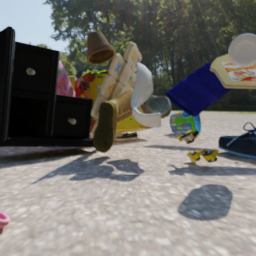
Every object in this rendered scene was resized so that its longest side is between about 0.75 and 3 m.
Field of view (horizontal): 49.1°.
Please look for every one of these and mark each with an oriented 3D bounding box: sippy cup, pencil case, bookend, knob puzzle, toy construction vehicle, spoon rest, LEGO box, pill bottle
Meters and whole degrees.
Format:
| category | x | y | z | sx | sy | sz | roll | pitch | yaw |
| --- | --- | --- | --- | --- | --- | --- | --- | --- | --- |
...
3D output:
| category | x | y | z | sx | sy | sz | roll | pitch | yaw |
| --- | --- | --- | --- | --- | --- | --- | --- | --- | --- |
| sippy cup | 2.652 | -0.268 | 13.156 | 1.256 | 1.346 | 1.714 | -9 | -41 | 26 |
| pencil case | -2.673 | -1.500 | 10.212 | 1.176 | 2.689 | 1.176 | -6 | 48 | 7 |
| bookend | -2.202 | -0.938 | 7.935 | 2.891 | 2.873 | 1.332 | 5 | 4 | -38 |
| knob puzzle | 3.350 | -1.596 | 8.073 | 2.267 | 0.314 | 2.267 | 2 | 38 | -1 |
| toy construction vehicle | 1.649 | 0.431 | 6.656 | 0.356 | 0.879 | 1.010 | -41 | 0 | -19 |
| spoon rest | 0.359 | -0.840 | 7.131 | 0.651 | 1.066 | 2.146 | -9 | 42 | 1 |
| LEGO box | -0.499 | -0.889 | 10.989 | 2.860 | 2.130 | 1.104 | -3 | -7 | -36 |
| pill bottle | 2.704 | -1.725 | 6.374 | 0.687 | 0.687 | 1.318 | 3 | 12 | 26 |

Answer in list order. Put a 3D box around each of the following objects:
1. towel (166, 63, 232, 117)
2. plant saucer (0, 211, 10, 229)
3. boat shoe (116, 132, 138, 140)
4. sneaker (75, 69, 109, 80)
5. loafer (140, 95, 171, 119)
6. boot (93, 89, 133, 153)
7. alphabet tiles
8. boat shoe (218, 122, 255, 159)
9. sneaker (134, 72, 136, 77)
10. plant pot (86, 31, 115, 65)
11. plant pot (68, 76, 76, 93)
| category | x | y | z | sx | sy | sz | roll | pitch | yaw |
| --- | --- | --- | --- | --- | --- | --- | --- | --- | --- |
| towel | 2.797 | -1.444 | 10.711 | 2.234 | 0.553 | 1.650 | -37 | 53 | -9 |
| plant saucer | -1.737 | 0.983 | 3.171 | 0.757 | 0.192 | 0.757 | 23 | -16 | 7 |
| boat shoe | -0.044 | 0.328 | 11.254 | 1.014 | 0.306 | 0.374 | -4 | 0 | -30 |
| sneaker | -1.042 | -1.972 | 12.122 | 2.511 | 0.959 | 0.947 | 0 | 30 | -20 |
| loafer | 0.777 | -0.517 | 7.664 | 0.616 | 0.570 | 1.638 | -30 | 21 | -5 |
| boot | -0.270 | -0.230 | 7.863 | 0.571 | 1.512 | 1.726 | 21 | 22 | 16 |
| alphabet tiles | -0.309 | -1.033 | 8.572 | 0.217 | 2.975 | 2.910 | 23 | 1 | 10 |
| boat shoe | 3.802 | 0.327 | 7.497 | 2.808 | 0.964 | 1.181 | 5 | 7 | 43 |
| sneaker | 0.276 | -2.234 | 13.332 | 0.806 | 0.495 | 1.239 | -11 | 51 | -9 |
| plant pot | -1.160 | -3.161 | 10.855 | 1.121 | 0.978 | 1.121 | -17 | -12 | -4 |
| plant pot | -3.291 | -1.312 | 14.903 | 2.811 | 2.875 | 2.792 | -3 | 7 | -23 |
